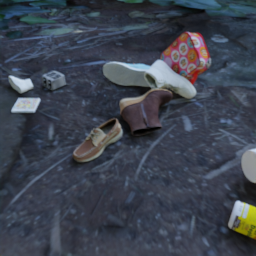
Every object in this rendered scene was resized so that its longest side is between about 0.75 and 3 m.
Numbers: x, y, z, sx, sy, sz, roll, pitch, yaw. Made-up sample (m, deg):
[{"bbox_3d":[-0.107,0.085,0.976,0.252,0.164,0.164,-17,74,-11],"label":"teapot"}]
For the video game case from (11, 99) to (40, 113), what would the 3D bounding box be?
[{"bbox_3d":[-4.564,-1.005,12.519,0.981,0.123,1.078,0,36,-1],"label":"video game case"}]

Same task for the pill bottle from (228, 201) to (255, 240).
[{"bbox_3d":[3.365,2.489,7.183,1.397,0.763,0.763,18,40,24],"label":"pill bottle"}]

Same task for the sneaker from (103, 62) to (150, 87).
[{"bbox_3d":[0.235,-2.755,14.287,2.972,1.098,1.218,16,27,10],"label":"sneaker"}]

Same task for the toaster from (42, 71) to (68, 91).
[{"bbox_3d":[-3.667,-2.351,13.978,0.885,0.581,0.979,28,44,32],"label":"toaster"}]

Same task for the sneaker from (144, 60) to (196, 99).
[{"bbox_3d":[1.815,-1.916,12.760,2.423,0.893,1.400,39,55,9],"label":"sneaker"}]

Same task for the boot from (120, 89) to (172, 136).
[{"bbox_3d":[0.991,-0.607,11.508,2.497,0.903,2.077,-13,44,-13],"label":"boot"}]

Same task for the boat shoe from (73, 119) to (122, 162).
[{"bbox_3d":[-1.118,0.374,9.992,0.833,0.790,2.200,24,48,32],"label":"boat shoe"}]

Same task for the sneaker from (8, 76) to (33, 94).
[{"bbox_3d":[-5.288,-2.219,13.916,0.804,0.513,1.391,-29,54,-36],"label":"sneaker"}]

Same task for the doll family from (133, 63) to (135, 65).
[{"bbox_3d":[0.242,-3.274,15.387,0.556,0.403,0.895,-1,38,1],"label":"doll family"}]

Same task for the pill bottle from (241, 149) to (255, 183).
[{"bbox_3d":[4.757,1.015,8.480,2.375,1.319,1.319,-5,36,-14],"label":"pill bottle"}]

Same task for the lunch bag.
[{"bbox_3d":[2.676,-3.043,13.243,1.005,2.454,2.162,-10,77,-32],"label":"lunch bag"}]
